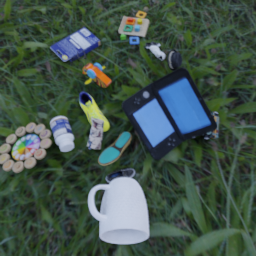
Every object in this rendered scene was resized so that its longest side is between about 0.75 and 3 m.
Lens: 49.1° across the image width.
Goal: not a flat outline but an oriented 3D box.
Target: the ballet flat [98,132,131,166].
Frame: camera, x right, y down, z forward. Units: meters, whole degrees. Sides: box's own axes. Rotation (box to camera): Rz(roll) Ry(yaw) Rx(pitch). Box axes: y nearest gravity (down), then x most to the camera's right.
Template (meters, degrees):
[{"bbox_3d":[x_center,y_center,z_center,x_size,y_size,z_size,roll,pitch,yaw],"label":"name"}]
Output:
[{"bbox_3d":[-0.448,0.895,10.672,0.617,0.567,1.798,33,57,21],"label":"ballet flat"}]

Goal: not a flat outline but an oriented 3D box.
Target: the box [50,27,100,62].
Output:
[{"bbox_3d":[-2.567,-3.984,13.614,2.110,0.342,1.278,-36,66,-20],"label":"box"}]

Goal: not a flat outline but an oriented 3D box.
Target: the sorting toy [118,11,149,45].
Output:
[{"bbox_3d":[0.304,-5.268,14.343,1.376,0.333,2.444,12,61,7],"label":"sorting toy"}]

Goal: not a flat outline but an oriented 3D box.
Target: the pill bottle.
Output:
[{"bbox_3d":[-2.566,0.256,11.014,0.726,0.726,1.308,-19,62,-10],"label":"pill bottle"}]

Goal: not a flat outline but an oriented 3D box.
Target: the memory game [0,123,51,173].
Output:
[{"bbox_3d":[-3.963,0.714,10.711,2.241,0.143,2.241,-10,51,12],"label":"memory game"}]

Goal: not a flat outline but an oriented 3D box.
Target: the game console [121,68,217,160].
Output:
[{"bbox_3d":[1.474,-0.422,10.180,2.317,1.533,2.634,-35,101,-19],"label":"game console"}]

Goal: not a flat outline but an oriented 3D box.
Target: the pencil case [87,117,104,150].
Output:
[{"bbox_3d":[-1.260,0.211,10.792,0.559,0.487,1.251,10,102,-1],"label":"pencil case"}]

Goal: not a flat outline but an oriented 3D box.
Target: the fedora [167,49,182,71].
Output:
[{"bbox_3d":[2.174,-3.080,12.713,0.440,0.964,0.964,10,57,39],"label":"fedora"}]

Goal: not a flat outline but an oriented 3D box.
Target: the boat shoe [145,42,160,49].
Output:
[{"bbox_3d":[1.158,-4.005,13.423,0.303,0.288,0.868,-39,32,-24],"label":"boat shoe"}]

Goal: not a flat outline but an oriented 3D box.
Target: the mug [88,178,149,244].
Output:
[{"bbox_3d":[-0.355,2.560,9.087,2.090,1.543,1.832,23,45,-28],"label":"mug"}]

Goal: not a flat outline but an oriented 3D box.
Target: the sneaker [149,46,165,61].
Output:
[{"bbox_3d":[1.374,-3.504,13.112,0.899,0.335,0.392,34,42,-15],"label":"sneaker"}]

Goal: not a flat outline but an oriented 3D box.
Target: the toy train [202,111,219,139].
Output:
[{"bbox_3d":[3.304,-0.112,11.212,0.689,0.515,1.209,11,76,-17],"label":"toy train"}]

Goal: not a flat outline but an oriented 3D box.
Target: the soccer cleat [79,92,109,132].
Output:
[{"bbox_3d":[-1.456,-0.656,11.436,0.646,0.836,1.999,-31,63,-11],"label":"soccer cleat"}]

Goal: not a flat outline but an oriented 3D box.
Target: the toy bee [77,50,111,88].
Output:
[{"bbox_3d":[-1.571,-2.533,12.524,1.214,1.008,1.854,-26,92,-27],"label":"toy bee"}]

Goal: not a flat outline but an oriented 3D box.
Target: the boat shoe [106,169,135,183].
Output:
[{"bbox_3d":[-0.265,1.714,10.316,1.128,0.374,0.395,-9,62,-16],"label":"boat shoe"}]
